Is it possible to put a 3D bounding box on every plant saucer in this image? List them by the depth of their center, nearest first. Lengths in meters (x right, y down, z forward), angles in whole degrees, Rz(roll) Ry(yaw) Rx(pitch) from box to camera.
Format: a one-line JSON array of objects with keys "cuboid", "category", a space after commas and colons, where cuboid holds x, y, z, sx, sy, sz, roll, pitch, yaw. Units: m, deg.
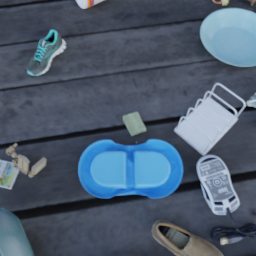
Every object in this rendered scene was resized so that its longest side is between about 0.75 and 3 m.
[{"cuboid": [-2.586, 2.936, 6.663, 0.523, 2.719, 2.719, -24, 66, -25], "category": "plant saucer"}, {"cuboid": [4.195, -3.387, 10.849, 2.929, 0.564, 2.929, 0, 65, -1], "category": "plant saucer"}]

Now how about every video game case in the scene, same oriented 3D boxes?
[{"cuboid": [-3.852, 1.453, 8.763, 0.729, 0.092, 0.801, 12, 63, 6], "category": "video game case"}]

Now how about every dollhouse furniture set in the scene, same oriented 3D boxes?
[{"cuboid": [-3.169, 1.003, 8.695, 1.132, 0.587, 0.501, 31, 42, 10], "category": "dollhouse furniture set"}]

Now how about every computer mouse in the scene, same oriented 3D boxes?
[{"cuboid": [2.756, 2.038, 8.251, 1.389, 0.556, 2.534, -15, 71, -2], "category": "computer mouse"}]

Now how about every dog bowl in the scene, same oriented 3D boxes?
[{"cuboid": [0.066, 1.229, 8.317, 2.981, 0.739, 1.662, -1, 78, 2], "category": "dog bowl"}]

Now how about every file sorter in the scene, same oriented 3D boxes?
[{"cuboid": [2.631, -0.317, 9.034, 1.281, 1.150, 1.847, 42, 71, 18], "category": "file sorter"}]

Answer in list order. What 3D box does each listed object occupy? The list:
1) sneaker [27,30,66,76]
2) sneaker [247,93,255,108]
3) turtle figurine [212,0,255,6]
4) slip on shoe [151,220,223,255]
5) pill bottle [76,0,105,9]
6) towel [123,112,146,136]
[{"cuboid": [-3.139, -2.843, 10.384, 0.780, 0.918, 2.012, 24, 67, 11], "category": "sneaker"}, {"cuboid": [5.135, -0.060, 9.066, 1.174, 1.115, 2.917, -26, 60, -3], "category": "sneaker"}, {"cuboid": [4.709, -6.087, 12.064, 1.814, 0.724, 2.249, 21, 66, 10], "category": "turtle figurine"}, {"cuboid": [1.630, 3.192, 7.598, 2.135, 0.647, 0.812, 31, 68, 14], "category": "slip on shoe"}, {"cuboid": [-1.141, -6.002, 11.730, 2.278, 1.248, 1.248, -29, 68, -14], "category": "pill bottle"}, {"cuboid": [0.204, -0.143, 9.499, 0.609, 0.150, 0.821, -21, 66, -9], "category": "towel"}]
